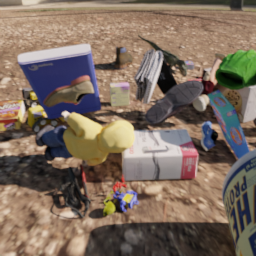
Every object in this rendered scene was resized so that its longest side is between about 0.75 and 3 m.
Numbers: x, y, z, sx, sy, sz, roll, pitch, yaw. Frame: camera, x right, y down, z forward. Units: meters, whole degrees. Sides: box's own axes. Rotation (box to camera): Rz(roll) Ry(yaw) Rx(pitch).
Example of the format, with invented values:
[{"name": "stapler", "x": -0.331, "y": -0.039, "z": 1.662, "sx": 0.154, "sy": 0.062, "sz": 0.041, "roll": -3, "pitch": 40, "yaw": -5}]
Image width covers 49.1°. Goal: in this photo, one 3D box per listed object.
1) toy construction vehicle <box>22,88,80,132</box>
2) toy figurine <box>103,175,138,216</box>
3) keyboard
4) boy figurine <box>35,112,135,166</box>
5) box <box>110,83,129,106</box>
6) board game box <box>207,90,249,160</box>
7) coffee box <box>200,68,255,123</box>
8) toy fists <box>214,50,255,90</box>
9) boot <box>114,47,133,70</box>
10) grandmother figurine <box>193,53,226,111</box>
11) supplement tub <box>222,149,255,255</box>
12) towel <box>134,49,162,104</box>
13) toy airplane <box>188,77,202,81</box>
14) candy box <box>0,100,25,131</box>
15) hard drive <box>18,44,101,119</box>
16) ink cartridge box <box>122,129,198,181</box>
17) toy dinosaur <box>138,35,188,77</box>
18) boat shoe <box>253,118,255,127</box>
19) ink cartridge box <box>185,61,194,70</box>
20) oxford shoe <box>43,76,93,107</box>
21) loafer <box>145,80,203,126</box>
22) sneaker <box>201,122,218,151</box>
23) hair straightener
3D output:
[{"name": "toy construction vehicle", "x": -2.756, "y": -1.119, "z": 10.633, "sx": 2.819, "sy": 0.993, "sz": 2.455, "roll": -20, "pitch": 37, "yaw": -32}, {"name": "toy figurine", "x": -0.072, "y": 1.617, "z": 6.343, "sx": 0.610, "sy": 0.537, "sz": 1.018, "roll": 17, "pitch": 34, "yaw": 18}, {"name": "keyboard", "x": 1.030, "y": -1.825, "z": 9.993, "sx": 1.097, "sy": 1.726, "sz": 0.178, "roll": -16, "pitch": 44, "yaw": 23}, {"name": "boy figurine", "x": -1.105, "y": 0.258, "z": 7.099, "sx": 2.674, "sy": 1.662, "sz": 0.861, "roll": -8, "pitch": 32, "yaw": 27}, {"name": "box", "x": -0.343, "y": -1.348, "z": 11.290, "sx": 0.744, "sy": 0.846, "sz": 0.409, "roll": -5, "pitch": 30, "yaw": -7}, {"name": "board game box", "x": 2.904, "y": -0.078, "z": 8.067, "sx": 0.388, "sy": 1.722, "sz": 1.310, "roll": -24, "pitch": 27, "yaw": 11}, {"name": "coffee box", "x": 3.929, "y": -1.359, "z": 10.781, "sx": 0.958, "sy": 1.357, "sz": 2.400, "roll": -14, "pitch": 33, "yaw": -25}, {"name": "toy fists", "x": 3.597, "y": -1.412, "z": 7.503, "sx": 2.395, "sy": 0.823, "sz": 1.221, "roll": 26, "pitch": 62, "yaw": 35}, {"name": "boot", "x": -0.199, "y": -4.245, "z": 16.180, "sx": 0.883, "sy": 1.145, "sz": 2.363, "roll": 6, "pitch": 30, "yaw": 11}, {"name": "grandmother figurine", "x": 2.808, "y": -1.530, "z": 9.641, "sx": 0.619, "sy": 2.045, "sz": 1.240, "roll": 22, "pitch": -6, "yaw": 38}, {"name": "supplement tub", "x": 2.740, "y": 1.828, "z": 4.214, "sx": 2.165, "sy": 2.165, "sz": 2.986, "roll": 3, "pitch": 29, "yaw": 6}, {"name": "towel", "x": 0.612, "y": -1.629, "z": 8.943, "sx": 0.609, "sy": 1.177, "sz": 1.422, "roll": 18, "pitch": 61, "yaw": 6}, {"name": "toy airplane", "x": 3.903, "y": -2.369, "z": 13.606, "sx": 2.050, "sy": 0.377, "sz": 2.050, "roll": -6, "pitch": 27, "yaw": 3}, {"name": "candy box", "x": -4.357, "y": -0.483, "z": 10.134, "sx": 0.976, "sy": 0.473, "sz": 1.674, "roll": -7, "pitch": 28, "yaw": -10}, {"name": "hard drive", "x": -1.825, "y": -1.213, "z": 8.218, "sx": 1.816, "sy": 2.753, "sz": 0.349, "roll": -10, "pitch": 63, "yaw": -4}, {"name": "ink cartridge box", "x": 0.781, "y": 0.699, "z": 7.660, "sx": 1.908, "sy": 0.809, "sz": 1.389, "roll": -3, "pitch": 29, "yaw": -1}, {"name": "toy dinosaur", "x": 1.281, "y": -2.414, "z": 9.983, "sx": 0.568, "sy": 1.055, "sz": 2.393, "roll": -40, "pitch": 64, "yaw": -18}, {"name": "boat shoe", "x": 5.365, "y": -0.255, "z": 9.361, "sx": 2.304, "sy": 0.823, "sz": 0.757, "roll": -6, "pitch": 34, "yaw": -2}, {"name": "ink cartridge box", "x": 3.343, "y": -3.541, "z": 15.798, "sx": 0.552, "sy": 0.309, "sz": 0.810, "roll": -1, "pitch": 27, "yaw": -2}, {"name": "oxford shoe", "x": -1.428, "y": -0.742, "z": 6.647, "sx": 1.316, "sy": 0.492, "sz": 0.464, "roll": -25, "pitch": -2, "yaw": 18}, {"name": "loafer", "x": 1.514, "y": -0.816, "z": 9.379, "sx": 2.155, "sy": 0.679, "sz": 0.775, "roll": -35, "pitch": 71, "yaw": 0}, {"name": "sneaker", "x": 2.540, "y": 0.210, "z": 8.595, "sx": 0.497, "sy": 0.438, "sz": 1.115, "roll": -26, "pitch": 33, "yaw": 33}, {"name": "hair straightener", "x": -1.307, "y": 1.517, "z": 6.776, "sx": 0.651, "sy": 0.346, "sz": 1.691, "roll": -9, "pitch": 35, "yaw": -14}]
